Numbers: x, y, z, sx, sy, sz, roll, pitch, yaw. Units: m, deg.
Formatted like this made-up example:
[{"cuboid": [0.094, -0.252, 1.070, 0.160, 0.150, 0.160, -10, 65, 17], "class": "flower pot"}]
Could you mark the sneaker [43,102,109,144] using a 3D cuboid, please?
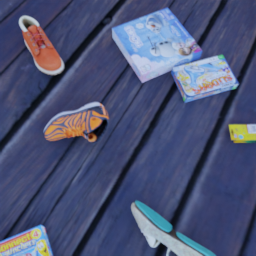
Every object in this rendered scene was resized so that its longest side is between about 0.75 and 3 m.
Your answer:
[{"cuboid": [-1.787, 0.056, 9.785, 2.396, 0.929, 1.342, -27, 49, 0], "class": "sneaker"}]

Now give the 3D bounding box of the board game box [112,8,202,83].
[{"cuboid": [1.186, -3.652, 12.106, 2.849, 0.621, 2.863, -25, 66, -11], "class": "board game box"}]

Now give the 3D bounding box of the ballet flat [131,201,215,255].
[{"cuboid": [1.128, 3.329, 8.190, 2.976, 1.004, 0.928, 32, 92, 22], "class": "ballet flat"}]

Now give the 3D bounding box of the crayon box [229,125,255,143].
[{"cuboid": [4.242, 0.212, 10.353, 1.033, 0.262, 0.656, 1, 63, 0], "class": "crayon box"}]

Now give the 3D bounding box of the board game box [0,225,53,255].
[{"cuboid": [-3.080, 3.994, 8.240, 1.654, 0.462, 1.619, -21, 66, -13], "class": "board game box"}]

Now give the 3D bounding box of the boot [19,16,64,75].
[{"cuboid": [-3.641, -3.383, 11.532, 1.024, 1.463, 2.729, -33, 69, -17], "class": "boot"}]

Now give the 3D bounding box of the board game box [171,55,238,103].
[{"cuboid": [3.082, -2.011, 11.367, 2.247, 0.387, 1.521, -17, 67, -7], "class": "board game box"}]
